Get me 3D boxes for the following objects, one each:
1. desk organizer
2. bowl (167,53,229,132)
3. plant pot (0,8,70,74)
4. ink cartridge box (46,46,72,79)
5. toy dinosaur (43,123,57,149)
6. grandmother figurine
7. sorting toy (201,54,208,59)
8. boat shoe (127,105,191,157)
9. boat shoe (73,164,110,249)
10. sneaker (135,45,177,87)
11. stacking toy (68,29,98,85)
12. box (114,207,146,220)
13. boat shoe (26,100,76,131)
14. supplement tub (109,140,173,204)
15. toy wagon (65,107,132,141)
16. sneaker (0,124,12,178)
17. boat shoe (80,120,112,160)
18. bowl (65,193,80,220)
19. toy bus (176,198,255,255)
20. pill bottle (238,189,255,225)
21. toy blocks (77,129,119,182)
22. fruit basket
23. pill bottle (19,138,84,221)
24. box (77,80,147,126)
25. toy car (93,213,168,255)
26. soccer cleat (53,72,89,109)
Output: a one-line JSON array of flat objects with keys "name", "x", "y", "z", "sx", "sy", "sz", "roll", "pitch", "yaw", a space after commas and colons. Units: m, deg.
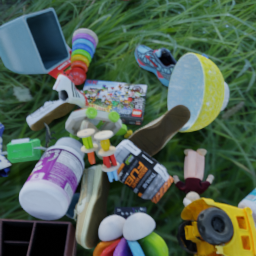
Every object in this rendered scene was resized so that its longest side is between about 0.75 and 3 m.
[{"name": "desk organizer", "x": -3.023, "y": 3.231, "z": 7.862, "sx": 2.990, "sy": 1.151, "sz": 1.072, "roll": 2, "pitch": 56, "yaw": 1}, {"name": "bowl", "x": 2.692, "y": -1.214, "z": 10.233, "sx": 1.530, "sy": 2.844, "sz": 2.844, "roll": 3, "pitch": 53, "yaw": -16}, {"name": "plant pot", "x": -4.021, "y": -3.342, "z": 11.290, "sx": 2.152, "sy": 2.107, "sz": 2.112, "roll": -5, "pitch": 28, "yaw": 23}, {"name": "ink cartridge box", "x": -3.395, "y": -3.291, "z": 12.937, "sx": 2.181, "sy": 0.546, "sz": 1.755, "roll": 31, "pitch": 61, "yaw": 22}, {"name": "toy dinosaur", "x": -2.762, "y": 0.290, "z": 9.900, "sx": 0.414, "sy": 0.223, "sz": 0.940, "roll": 1, "pitch": 82, "yaw": -34}, {"name": "grandmother figurine", "x": 2.128, "y": 1.728, "z": 9.274, "sx": 1.311, "sy": 0.655, "sz": 2.162, "roll": -10, "pitch": 49, "yaw": 25}, {"name": "sorting toy", "x": 2.991, "y": -3.033, "z": 12.906, "sx": 1.745, "sy": 0.238, "sz": 0.982, "roll": -18, "pitch": 57, "yaw": -12}, {"name": "boat shoe", "x": 1.003, "y": 0.241, "z": 10.099, "sx": 2.842, "sy": 0.923, "sz": 1.025, "roll": -39, "pitch": 84, "yaw": 0}, {"name": "boat shoe", "x": -1.194, "y": 2.280, "z": 8.472, "sx": 0.896, "sy": 1.039, "sz": 2.849, "roll": -10, "pitch": 39, "yaw": 13}, {"name": "sneaker", "x": 1.386, "y": -3.046, "z": 12.221, "sx": 1.109, "sy": 1.336, "sz": 2.798, "roll": -33, "pitch": 60, "yaw": -25}, {"name": "stacking toy", "x": -2.119, "y": -3.064, "z": 12.506, "sx": 1.169, "sy": 1.169, "sz": 2.739, "roll": 5, "pitch": 62, "yaw": 3}, {"name": "box", "x": 0.071, "y": 2.760, "z": 8.562, "sx": 0.965, "sy": 0.590, "sz": 0.512, "roll": 1, "pitch": 53, "yaw": -1}, {"name": "boat shoe", "x": -3.015, "y": -0.736, "z": 10.966, "sx": 2.090, "sy": 0.740, "sz": 0.724, "roll": -34, "pitch": 62, "yaw": -20}, {"name": "supplement tub", "x": 0.369, "y": 1.420, "z": 9.013, "sx": 2.014, "sy": 1.234, "sz": 1.234, "roll": 36, "pitch": 61, "yaw": 12}, {"name": "toy wagon", "x": -0.957, "y": -0.040, "z": 9.791, "sx": 2.311, "sy": 1.793, "sz": 0.457, "roll": 9, "pitch": 59, "yaw": -27}, {"name": "sneaker", "x": -4.575, "y": 1.025, "z": 9.569, "sx": 1.335, "sy": 0.934, "sz": 2.311, "roll": 26, "pitch": 45, "yaw": -19}, {"name": "boat shoe", "x": -0.956, "y": 0.422, "z": 9.355, "sx": 0.612, "sy": 1.883, "sz": 0.679, "roll": -1, "pitch": 49, "yaw": 26}, {"name": "bowl", "x": -1.608, "y": 2.536, "z": 8.791, "sx": 0.838, "sy": 0.438, "sz": 0.838, "roll": 2, "pitch": 48, "yaw": -2}, {"name": "toy bus", "x": 2.791, "y": 3.423, "z": 7.597, "sx": 2.505, "sy": 1.770, "sz": 2.609, "roll": 9, "pitch": 56, "yaw": -13}, {"name": "pill bottle", "x": 4.305, "y": 2.267, "z": 8.716, "sx": 1.643, "sy": 0.910, "sz": 0.910, "roll": -31, "pitch": 60, "yaw": -20}, {"name": "toy blocks", "x": -0.760, "y": 0.747, "z": 7.417, "sx": 1.111, "sy": 1.333, "sz": 0.484, "roll": 6, "pitch": 25, "yaw": 37}, {"name": "fruit basket", "x": -3.340, "y": 0.727, "z": 9.321, "sx": 1.406, "sy": 1.518, "sz": 0.712, "roll": -7, "pitch": 90, "yaw": 0}, {"name": "pill bottle", "x": -2.203, "y": 1.446, "z": 8.740, "sx": 1.417, "sy": 1.417, "sz": 2.523, "roll": 7, "pitch": 35, "yaw": 5}, {"name": "box", "x": -0.608, "y": -1.056, "z": 11.311, "sx": 2.579, "sy": 0.486, "sz": 1.762, "roll": 6, "pitch": 55, "yaw": 5}, {"name": "toy car", "x": -0.023, "y": 3.269, "z": 7.090, "sx": 2.041, "sy": 1.786, "sz": 1.530, "roll": -17, "pitch": 6, "yaw": 34}, {"name": "soccer cleat", "x": -2.000, "y": -1.115, "z": 9.836, "sx": 0.659, "sy": 1.921, "sz": 0.818, "roll": 21, "pitch": 69, "yaw": 24}]
